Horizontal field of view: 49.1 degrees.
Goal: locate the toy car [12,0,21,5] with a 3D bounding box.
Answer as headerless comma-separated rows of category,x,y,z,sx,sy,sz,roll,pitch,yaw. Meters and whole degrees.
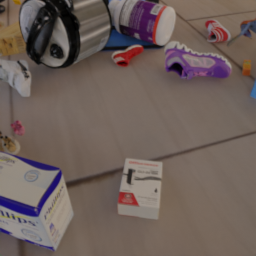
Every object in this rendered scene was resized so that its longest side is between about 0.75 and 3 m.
toy car,-3.189,-4.864,10.687,1.412,0.958,2.878,8,9,2

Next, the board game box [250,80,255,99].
board game box,5.632,-1.360,8.930,2.495,0.697,2.443,30,51,27

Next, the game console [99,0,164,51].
game console,0.027,-4.488,11.596,2.793,2.384,1.653,-4,17,-4

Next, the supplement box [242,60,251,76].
supplement box,4.268,-2.176,10.089,0.254,0.263,0.764,7,40,18

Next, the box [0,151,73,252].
box,-2.017,1.397,5.348,1.563,1.700,0.892,13,46,13

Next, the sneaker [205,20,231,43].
sneaker,3.568,-4.142,11.940,0.862,0.546,1.533,-16,48,-21

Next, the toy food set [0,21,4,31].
toy food set,-6.006,-4.508,12.286,0.837,0.352,1.166,0,33,-6

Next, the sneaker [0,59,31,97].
sneaker,-3.785,-1.605,8.958,1.177,0.770,2.049,-1,34,-24

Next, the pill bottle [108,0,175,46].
pill bottle,0.473,-4.295,11.145,2.573,1.447,1.447,22,48,18

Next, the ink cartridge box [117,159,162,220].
ink cartridge box,0.290,1.330,6.284,0.880,0.511,1.220,5,44,6

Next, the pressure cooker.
pressure cooker,-2.238,-3.440,9.592,2.572,2.533,2.880,15,40,31

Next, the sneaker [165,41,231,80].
sneaker,2.275,-2.053,9.576,2.383,0.958,1.053,19,67,7

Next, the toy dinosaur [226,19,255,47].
toy dinosaur,5.161,-3.836,10.641,1.379,2.626,2.383,22,34,-24

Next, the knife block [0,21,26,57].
knife block,-4.415,-3.903,11.540,2.377,0.760,2.086,-14,45,-13

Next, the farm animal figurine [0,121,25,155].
farm animal figurine,-3.453,0.360,7.168,1.672,0.841,1.350,17,65,13

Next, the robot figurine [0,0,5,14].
robot figurine,-6.854,-6.435,13.145,1.943,1.614,2.586,42,67,13

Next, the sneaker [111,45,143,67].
sneaker,0.072,-2.626,10.509,1.254,0.491,0.724,-21,55,-4
